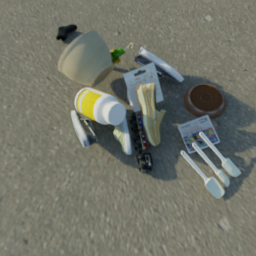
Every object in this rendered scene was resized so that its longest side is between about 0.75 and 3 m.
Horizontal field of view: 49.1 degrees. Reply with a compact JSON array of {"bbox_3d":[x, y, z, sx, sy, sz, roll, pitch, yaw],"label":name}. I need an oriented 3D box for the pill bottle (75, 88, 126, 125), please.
[{"bbox_3d":[-1.036,-0.777,10.500,1.118,1.118,2.008,-43,41,-21],"label":"pill bottle"}]

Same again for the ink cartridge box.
[{"bbox_3d":[0.561,-1.603,11.038,1.337,1.648,0.413,-23,26,-9],"label":"ink cartridge box"}]

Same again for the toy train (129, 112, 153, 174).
[{"bbox_3d":[0.516,0.491,10.685,0.590,0.440,2.577,-7,61,-7],"label":"toy train"}]

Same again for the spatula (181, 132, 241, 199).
[{"bbox_3d":[2.919,1.294,9.966,1.456,0.168,2.095,-41,89,-16],"label":"spatula"}]

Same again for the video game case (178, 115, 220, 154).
[{"bbox_3d":[2.697,0.243,10.727,1.257,0.144,1.146,-20,76,-4],"label":"video game case"}]

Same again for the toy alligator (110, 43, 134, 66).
[{"bbox_3d":[-0.573,-3.116,12.008,0.531,1.957,0.580,-8,76,-47],"label":"toy alligator"}]

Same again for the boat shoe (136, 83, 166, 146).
[{"bbox_3d":[0.966,-0.487,10.388,0.894,0.842,2.349,-12,102,14],"label":"boat shoe"}]

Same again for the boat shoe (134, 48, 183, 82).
[{"bbox_3d":[1.303,-2.511,12.070,2.281,0.773,0.818,30,20,-12],"label":"boat shoe"}]

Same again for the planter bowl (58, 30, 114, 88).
[{"bbox_3d":[-1.477,-2.536,11.086,1.442,2.142,2.142,45,69,4],"label":"planter bowl"}]

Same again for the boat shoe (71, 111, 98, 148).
[{"bbox_3d":[-1.671,-0.055,10.656,0.667,0.721,1.954,-18,38,-15],"label":"boat shoe"}]

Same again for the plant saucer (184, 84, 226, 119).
[{"bbox_3d":[3.245,-1.187,11.715,1.788,0.308,1.788,0,61,-1],"label":"plant saucer"}]

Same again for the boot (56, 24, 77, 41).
[{"bbox_3d":[-2.985,-4.598,13.612,0.990,0.378,0.832,-5,57,5],"label":"boot"}]

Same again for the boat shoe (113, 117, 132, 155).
[{"bbox_3d":[-0.258,0.185,10.712,0.580,0.673,1.871,-12,61,2],"label":"boat shoe"}]
